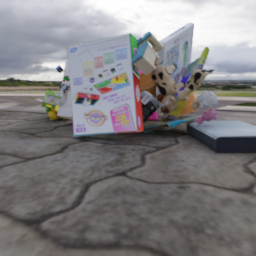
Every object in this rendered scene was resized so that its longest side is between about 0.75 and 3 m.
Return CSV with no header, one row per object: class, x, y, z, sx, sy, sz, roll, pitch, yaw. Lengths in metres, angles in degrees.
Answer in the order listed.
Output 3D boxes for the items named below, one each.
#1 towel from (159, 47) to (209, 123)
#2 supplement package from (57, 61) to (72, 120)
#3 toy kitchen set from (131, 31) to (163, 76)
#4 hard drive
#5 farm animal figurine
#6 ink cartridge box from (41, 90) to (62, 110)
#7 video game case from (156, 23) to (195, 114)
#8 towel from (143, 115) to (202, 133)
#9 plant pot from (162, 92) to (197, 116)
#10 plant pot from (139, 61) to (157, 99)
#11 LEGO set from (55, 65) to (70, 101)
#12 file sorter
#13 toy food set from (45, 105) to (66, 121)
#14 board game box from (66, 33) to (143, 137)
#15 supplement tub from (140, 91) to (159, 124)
towel,2.045,-1.453,10.377,0.328,2.881,2.069,28,-3,-2
supplement package,-1.926,-1.542,12.206,1.446,2.415,1.464,5,-4,25
toy kitchen set,-0.092,-2.237,9.101,2.074,1.222,1.662,-29,30,41
hard drive,3.149,0.195,8.708,1.969,0.464,2.821,-1,9,-4
farm animal figurine,1.704,-1.048,8.923,2.278,1.839,1.145,20,34,37
ink cartridge box,-3.172,-1.062,11.541,0.621,0.840,0.318,13,33,-29
video game case,1.872,-2.378,11.132,0.344,2.903,2.642,20,41,27
towel,1.698,-0.153,10.117,1.983,0.215,1.454,-13,0,-36
plant pot,2.568,-1.543,14.333,1.886,1.320,1.886,-12,19,4
plant pot,0.521,-2.017,11.636,2.537,2.537,1.776,1,-13,5
LEGO set,-1.770,-2.266,11.270,2.692,2.011,0.661,-12,-35,19
file sorter,0.495,-1.996,13.346,1.904,2.740,1.718,4,-21,26
toy food set,-3.443,-0.724,13.833,1.302,0.723,2.213,23,10,-7
board game box,-0.763,-1.279,8.975,2.278,2.977,0.600,-4,0,21
supplement tub,0.385,-0.579,10.077,1.380,0.846,0.846,-45,21,-8
